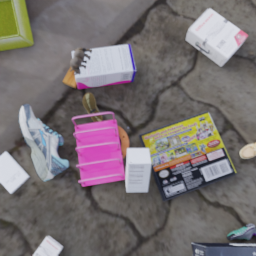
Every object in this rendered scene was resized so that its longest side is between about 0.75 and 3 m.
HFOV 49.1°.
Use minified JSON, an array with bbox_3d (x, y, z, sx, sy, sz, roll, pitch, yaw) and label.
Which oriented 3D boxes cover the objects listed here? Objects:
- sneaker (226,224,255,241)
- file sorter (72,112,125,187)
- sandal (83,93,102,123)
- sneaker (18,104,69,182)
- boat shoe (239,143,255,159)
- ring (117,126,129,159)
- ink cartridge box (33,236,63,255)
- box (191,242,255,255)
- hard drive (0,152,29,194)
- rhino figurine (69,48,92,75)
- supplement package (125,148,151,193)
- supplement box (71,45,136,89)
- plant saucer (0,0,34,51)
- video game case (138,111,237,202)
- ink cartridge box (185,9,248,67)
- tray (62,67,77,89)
[{"bbox_3d":[3.540,3.342,8.628,0.975,0.363,0.427,-22,81,-6],"label":"sneaker"},{"bbox_3d":[-0.950,0.671,8.759,1.416,1.278,2.038,-9,76,-2],"label":"file sorter"},{"bbox_3d":[-1.238,-0.665,9.789,0.456,0.307,1.136,-26,91,-1],"label":"sandal"},{"bbox_3d":[-2.752,0.371,9.224,1.122,1.008,2.598,-22,85,-12],"label":"sneaker"},{"bbox_3d":[4.307,0.675,9.328,1.193,0.413,0.440,-23,76,-6],"label":"boat shoe"},{"bbox_3d":[-0.698,0.557,9.511,1.464,0.140,1.464,0,75,0],"label":"ring"},{"bbox_3d":[-2.458,3.808,8.496,0.593,0.335,0.808,34,77,9],"label":"ink cartridge box"},{"bbox_3d":[3.403,4.604,7.532,2.986,1.554,2.719,1,72,-1],"label":"box"},{"bbox_3d":[-3.940,1.471,9.240,1.180,0.155,0.778,43,79,11],"label":"hard drive"},{"bbox_3d":[-1.375,-1.832,7.824,0.448,1.024,0.306,14,52,-22],"label":"rhino figurine"},{"bbox_3d":[0.284,1.293,8.477,0.674,1.231,0.700,0,38,-4],"label":"supplement package"},{"bbox_3d":[-0.850,-2.083,9.680,2.012,1.018,1.040,-10,78,-8],"label":"supplement box"},{"bbox_3d":[-4.678,-3.872,10.205,1.986,0.476,1.989,-11,97,-3],"label":"plant saucer"},{"bbox_3d":[1.933,0.894,9.317,2.561,0.327,2.314,-19,76,-4],"label":"video game case"},{"bbox_3d":[3.192,-3.308,10.268,1.752,0.743,1.276,42,78,9],"label":"ink cartridge box"},{"bbox_3d":[-1.920,-1.990,10.192,0.504,0.189,1.021,23,75,6],"label":"tray"}]
